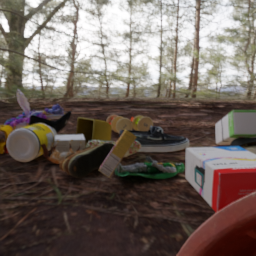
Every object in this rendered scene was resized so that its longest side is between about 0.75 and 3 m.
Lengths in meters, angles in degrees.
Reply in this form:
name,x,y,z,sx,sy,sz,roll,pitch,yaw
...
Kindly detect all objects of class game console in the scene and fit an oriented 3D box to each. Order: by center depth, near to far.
name,x,y,z,sx,sy,sz,roll,pitch,yaw
game console,-3.061,-0.269,10.935,1.309,0.866,1.489,-42,-1,-30

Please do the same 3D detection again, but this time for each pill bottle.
name,x,y,z,sx,sy,sz,roll,pitch,yaw
pill bottle,-3.149,0.418,9.502,1.074,1.074,1.917,1,9,7

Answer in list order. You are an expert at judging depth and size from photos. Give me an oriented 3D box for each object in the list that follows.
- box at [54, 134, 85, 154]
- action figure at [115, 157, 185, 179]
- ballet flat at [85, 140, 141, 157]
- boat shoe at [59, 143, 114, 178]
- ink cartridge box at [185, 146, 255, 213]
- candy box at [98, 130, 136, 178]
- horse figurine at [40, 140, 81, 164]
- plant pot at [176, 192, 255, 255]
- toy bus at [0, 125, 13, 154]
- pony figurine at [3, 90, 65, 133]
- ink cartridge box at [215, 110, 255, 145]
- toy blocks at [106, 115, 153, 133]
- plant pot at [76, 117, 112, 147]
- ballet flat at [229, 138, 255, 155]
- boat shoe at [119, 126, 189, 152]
name,x,y,z,sx,sy,sz,roll,pitch,yaw
box,-1.976,0.625,9.493,0.996,0.654,1.001,-1,9,-12
action figure,0.620,1.071,7.428,1.840,0.503,1.087,2,5,-12
ballet flat,-0.524,0.766,9.241,1.881,0.711,0.601,-2,38,12
boat shoe,-1.095,0.839,7.971,0.734,0.752,1.988,3,8,35
ink cartridge box,2.284,1.091,5.954,1.454,0.842,2.503,-1,10,-7
candy box,-0.247,0.578,6.496,0.313,1.108,0.646,35,-2,-2
horse figurine,-2.011,0.791,8.670,1.399,0.349,0.927,0,53,-4
plant pot,1.686,1.275,1.318,2.220,2.282,2.282,3,5,-39
toy bus,-4.747,0.385,10.122,1.822,0.941,1.719,5,11,33
pony figurine,-4.367,-0.427,13.147,2.655,2.211,2.563,-10,-19,-34
ink cartridge box,4.250,0.044,10.227,1.561,0.902,2.146,0,-11,1
toy blocks,-0.063,-0.251,14.411,1.943,0.846,2.331,-4,10,-21
plant pot,-1.292,0.177,11.189,1.129,1.103,1.096,1,6,-45
ballet flat,4.528,0.710,8.821,2.541,0.864,0.869,-7,15,23
boat shoe,0.973,0.365,10.357,2.643,0.896,0.948,0,9,-3
